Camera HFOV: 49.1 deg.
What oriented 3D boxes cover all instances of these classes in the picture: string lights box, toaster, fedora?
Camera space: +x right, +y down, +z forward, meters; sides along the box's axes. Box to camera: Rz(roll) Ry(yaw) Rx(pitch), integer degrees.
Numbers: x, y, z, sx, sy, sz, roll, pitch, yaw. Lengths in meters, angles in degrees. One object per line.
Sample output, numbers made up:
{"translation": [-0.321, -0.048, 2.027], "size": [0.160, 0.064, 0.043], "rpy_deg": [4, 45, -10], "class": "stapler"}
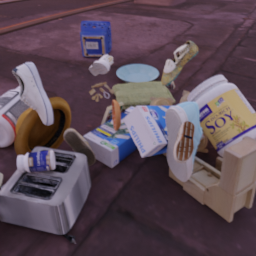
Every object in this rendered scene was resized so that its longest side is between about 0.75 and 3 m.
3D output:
{"translation": [1.277, 0.047, 9.534], "size": [2.819, 0.831, 1.448], "rpy_deg": [-5, 61, -48], "class": "string lights box"}
{"translation": [-2.304, 1.842, 8.243], "size": [2.394, 1.420, 2.165], "rpy_deg": [9, 37, 11], "class": "toaster"}
{"translation": [-0.214, 0.265, 10.913], "size": [1.442, 0.827, 2.806], "rpy_deg": [25, 42, 32], "class": "string lights box"}
{"translation": [-3.166, -0.069, 9.970], "size": [1.028, 2.521, 2.521], "rpy_deg": [30, 45, 25], "class": "fedora"}

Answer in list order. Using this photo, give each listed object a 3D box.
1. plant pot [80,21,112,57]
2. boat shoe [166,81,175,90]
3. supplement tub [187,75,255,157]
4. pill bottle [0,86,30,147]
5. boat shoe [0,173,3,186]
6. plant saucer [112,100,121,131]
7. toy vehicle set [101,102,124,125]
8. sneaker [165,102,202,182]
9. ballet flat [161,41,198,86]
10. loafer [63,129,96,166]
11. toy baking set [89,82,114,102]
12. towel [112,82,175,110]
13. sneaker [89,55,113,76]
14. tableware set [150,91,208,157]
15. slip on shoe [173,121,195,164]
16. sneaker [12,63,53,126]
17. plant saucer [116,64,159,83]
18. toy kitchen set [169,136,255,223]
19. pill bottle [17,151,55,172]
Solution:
{"translation": [-2.147, -5.699, 18.317], "size": [1.979, 1.979, 1.779], "rpy_deg": [2, 42, 2], "class": "plant pot"}
{"translation": [1.583, -1.758, 10.949], "size": [0.340, 1.051, 0.378], "rpy_deg": [-39, 69, -3], "class": "boat shoe"}
{"translation": [3.381, -0.420, 9.843], "size": [1.796, 1.796, 2.470], "rpy_deg": [-21, 70, -26], "class": "supplement tub"}
{"translation": [-4.732, -0.596, 11.488], "size": [1.590, 1.590, 2.744], "rpy_deg": [8, 35, 11], "class": "pill bottle"}
{"translation": [-4.343, 2.109, 8.002], "size": [1.050, 0.923, 2.951], "rpy_deg": [-36, 34, 10], "class": "boat shoe"}
{"translation": [-0.427, -0.457, 10.209], "size": [0.212, 1.130, 1.130], "rpy_deg": [-4, 36, -8], "class": "plant saucer"}
{"translation": [-0.650, -0.531, 11.510], "size": [0.755, 1.215, 0.161], "rpy_deg": [-24, 66, -31], "class": "toy vehicle set"}
{"translation": [1.785, 0.440, 8.197], "size": [1.070, 2.612, 0.966], "rpy_deg": [-23, 37, -23], "class": "sneaker"}
{"translation": [1.542, -2.108, 8.953], "size": [1.679, 0.594, 0.594], "rpy_deg": [-47, 48, -2], "class": "ballet flat"}
{"translation": [-1.558, 0.593, 9.191], "size": [0.595, 1.573, 0.537], "rpy_deg": [-26, 30, 2], "class": "loafer"}
{"translation": [-1.087, -1.482, 11.458], "size": [1.072, 0.125, 0.823], "rpy_deg": [-18, 66, 12], "class": "toy baking set"}
{"translation": [0.725, -1.611, 13.811], "size": [2.823, 0.515, 2.094], "rpy_deg": [-5, 37, -9], "class": "towel"}
{"translation": [-0.987, -2.743, 11.751], "size": [0.996, 0.635, 1.723], "rpy_deg": [-45, 22, -15], "class": "sneaker"}
{"translation": [1.925, -0.201, 10.949], "size": [2.370, 0.329, 2.838], "rpy_deg": [3, 69, 1], "class": "tableware set"}
{"translation": [1.339, 0.382, 6.835], "size": [0.463, 0.369, 1.219], "rpy_deg": [20, 54, -5], "class": "slip on shoe"}
{"translation": [-2.892, -0.932, 8.455], "size": [0.702, 1.984, 0.724], "rpy_deg": [-28, 19, -31], "class": "sneaker"}
{"translation": [0.522, -2.889, 15.628], "size": [2.359, 0.454, 2.359], "rpy_deg": [0, 35, 0], "class": "plant saucer"}
{"translation": [2.906, 0.918, 8.679], "size": [2.082, 2.303, 2.552], "rpy_deg": [-21, 34, -28], "class": "toy kitchen set"}
{"translation": [-2.527, 0.937, 7.726], "size": [0.949, 0.549, 0.549], "rpy_deg": [-6, 36, -8], "class": "pill bottle"}
